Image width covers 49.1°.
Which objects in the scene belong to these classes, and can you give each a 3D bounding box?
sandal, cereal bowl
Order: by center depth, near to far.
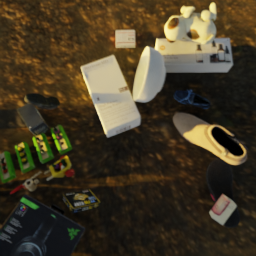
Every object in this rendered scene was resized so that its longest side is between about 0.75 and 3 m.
[{"bbox_3d":[3.187,2.195,9.576,0.882,0.529,2.349,-12,88,2],"label":"sandal"},{"bbox_3d":[0.814,-1.841,10.064,0.822,1.973,1.973,11,73,-10],"label":"cereal bowl"}]

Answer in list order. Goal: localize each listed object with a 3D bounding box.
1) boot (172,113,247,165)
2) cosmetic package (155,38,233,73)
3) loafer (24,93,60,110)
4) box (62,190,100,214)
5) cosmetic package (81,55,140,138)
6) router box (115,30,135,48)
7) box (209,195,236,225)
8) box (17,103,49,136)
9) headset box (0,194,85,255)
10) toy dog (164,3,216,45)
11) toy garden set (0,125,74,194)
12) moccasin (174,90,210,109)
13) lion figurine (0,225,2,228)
[{"bbox_3d":[2.680,0.212,9.299,2.749,2.010,0.966,34,88,12],"label":"boot"},{"bbox_3d":[2.521,-2.837,10.958,2.843,0.720,1.173,-1,72,0],"label":"cosmetic package"},{"bbox_3d":[-3.115,-0.866,10.033,0.510,1.410,0.513,-38,63,26],"label":"loafer"},{"bbox_3d":[-1.530,2.377,9.116,0.976,0.241,0.780,-2,26,-37],"label":"box"},{"bbox_3d":[-0.652,-1.164,10.300,1.373,1.000,2.701,-22,75,-7],"label":"cosmetic package"},{"bbox_3d":[-0.114,-3.641,11.478,0.797,0.195,0.715,0,73,0],"label":"router box"},{"bbox_3d":[3.042,2.626,9.028,0.426,0.500,0.782,34,96,3],"label":"box"},{"bbox_3d":[-3.389,-0.283,10.058,0.576,0.914,0.930,-33,76,-9],"label":"box"},{"bbox_3d":[-2.775,3.554,8.427,2.176,1.159,2.499,30,61,3],"label":"headset box"},{"bbox_3d":[2.243,-3.651,10.373,1.779,1.241,1.725,0,70,3],"label":"toy dog"},{"bbox_3d":[-3.140,1.128,9.452,2.542,0.507,2.119,-27,54,-8],"label":"toy garden set"},{"bbox_3d":[2.435,-1.142,10.535,1.399,0.477,0.563,14,80,4],"label":"moccasin"},{"bbox_3d":[-4.290,4.033,8.806,1.356,0.802,2.214,28,69,-4],"label":"lion figurine"}]
